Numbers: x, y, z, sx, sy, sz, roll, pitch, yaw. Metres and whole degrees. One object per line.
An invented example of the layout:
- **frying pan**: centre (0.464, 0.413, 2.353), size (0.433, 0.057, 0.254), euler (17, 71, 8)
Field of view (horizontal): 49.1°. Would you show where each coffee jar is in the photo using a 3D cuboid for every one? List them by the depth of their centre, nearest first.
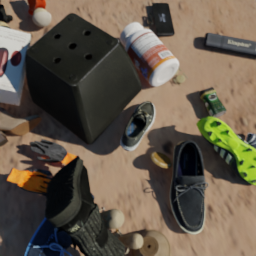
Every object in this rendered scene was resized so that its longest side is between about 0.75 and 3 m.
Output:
- **coffee jar**: centre (3.035, -0.927, 10.114), size (0.582, 0.476, 1.115), euler (-19, 70, -6)

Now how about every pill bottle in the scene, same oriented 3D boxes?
- **pill bottle**: centre (0.711, -2.778, 10.437), size (1.304, 1.304, 2.325), euler (-31, 70, -12)

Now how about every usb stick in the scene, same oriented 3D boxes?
- **usb stick**: centre (4.238, -3.281, 11.129), size (2.475, 0.403, 0.686), euler (13, 68, 5)

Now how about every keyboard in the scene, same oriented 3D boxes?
- **keyboard**: centre (1.309, -4.556, 11.770), size (1.050, 0.224, 1.748), euler (-3, 67, -8)

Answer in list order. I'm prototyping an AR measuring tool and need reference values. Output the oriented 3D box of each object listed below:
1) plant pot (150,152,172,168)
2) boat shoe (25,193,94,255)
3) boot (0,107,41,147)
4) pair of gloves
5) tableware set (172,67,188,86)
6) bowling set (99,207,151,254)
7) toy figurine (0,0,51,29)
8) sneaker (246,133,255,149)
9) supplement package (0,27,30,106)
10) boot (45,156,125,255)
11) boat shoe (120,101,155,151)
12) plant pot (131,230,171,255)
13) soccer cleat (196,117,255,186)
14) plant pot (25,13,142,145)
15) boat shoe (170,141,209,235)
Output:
- **plant pot**: centre (1.103, 1.031, 9.222), size (0.793, 0.109, 0.793), euler (20, 25, -10)
- **boat shoe**: centre (-1.962, 3.016, 8.023), size (1.003, 1.230, 2.923), euler (14, 69, 26)
- **boot**: centre (-4.215, -0.263, 9.772), size (1.931, 0.678, 1.412), euler (-34, 65, -18)
- **pair of gloves**: centre (-2.637, 1.200, 8.801), size (1.691, 0.235, 1.898), euler (19, 48, 4)
- **tableware set**: centre (1.892, -1.997, 10.742), size (0.505, 0.153, 0.764), euler (-32, 65, 0)
- **bowling set**: centre (-0.267, 3.746, 7.916), size (1.890, 1.458, 2.716), euler (26, 58, -36)
- **toy figurine**: centre (-4.437, -4.810, 10.533), size (2.660, 2.619, 1.851), euler (-19, 79, -6)
- **sneaker**: centre (4.328, 0.243, 9.161), size (1.059, 0.371, 0.574), euler (-43, 93, -4)
- **supplement package**: centre (-4.601, -2.165, 9.567), size (2.075, 1.596, 2.170), euler (10, 75, -17)
- **boot**: centre (-1.146, 2.236, 7.538), size (1.098, 2.918, 2.181), euler (-34, 112, 8)
- **boat shoe**: centre (0.415, -0.198, 9.363), size (0.776, 0.640, 2.261), euler (24, 51, 5)
- **plant pot**: centre (0.646, 3.491, 8.083), size (1.171, 0.541, 1.171), euler (-6, 54, 9)
- **soccer cleat**: centre (3.374, 0.691, 9.116), size (0.971, 1.165, 2.875), euler (-44, 99, 3)
- **plant pot**: centre (-1.537, -1.805, 9.221), size (2.990, 2.659, 2.997), euler (36, 70, 16)
- **boat shoe**: centre (1.891, 1.761, 8.747), size (1.100, 0.918, 2.948), euler (2, 72, -1)
